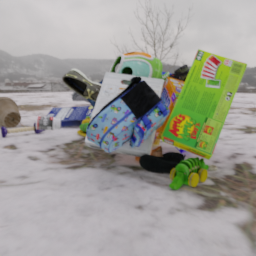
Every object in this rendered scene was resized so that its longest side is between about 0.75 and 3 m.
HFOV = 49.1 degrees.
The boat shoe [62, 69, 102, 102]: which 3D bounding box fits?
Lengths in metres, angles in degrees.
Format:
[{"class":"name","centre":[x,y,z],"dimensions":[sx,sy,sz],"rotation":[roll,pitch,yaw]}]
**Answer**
[{"class":"boat shoe","centre":[-1.465,-1.380,10.250],"dimensions":[2.094,0.748,0.626],"rotation":[35,42,8]}]

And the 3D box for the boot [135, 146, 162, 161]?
[{"class":"boot","centre":[0.737,0.897,9.866],"dimensions":[0.908,0.432,1.174],"rotation":[-3,6,11]}]

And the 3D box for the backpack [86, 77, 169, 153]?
[{"class":"backpack","centre":[-0.099,-0.114,7.888],"dimensions":[2.098,1.411,1.915],"rotation":[-40,-10,-18]}]

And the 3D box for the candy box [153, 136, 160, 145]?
[{"class":"candy box","centre":[0.936,-0.368,11.501],"dimensions":[1.181,2.025,0.572],"rotation":[13,2,-43]}]

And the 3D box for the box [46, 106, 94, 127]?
[{"class":"box","centre":[-3.335,-0.674,16.111],"dimensions":[2.777,0.450,1.682],"rotation":[-3,32,13]}]

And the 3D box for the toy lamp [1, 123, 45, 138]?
[{"class":"toy lamp","centre":[-5.115,0.073,13.767],"dimensions":[2.044,0.595,0.595],"rotation":[-6,12,-33]}]

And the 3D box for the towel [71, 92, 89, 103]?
[{"class":"towel","centre":[-1.751,-1.459,11.710],"dimensions":[0.961,0.497,1.161],"rotation":[-6,-20,-38]}]

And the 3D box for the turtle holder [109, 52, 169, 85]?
[{"class":"turtle holder","centre":[0.123,-1.720,10.736],"dimensions":[1.808,2.546,1.934],"rotation":[22,34,-26]}]

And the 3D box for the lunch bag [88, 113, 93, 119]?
[{"class":"lunch bag","centre":[-2.497,-0.557,17.073],"dimensions":[1.191,0.573,1.485],"rotation":[-5,11,-13]}]

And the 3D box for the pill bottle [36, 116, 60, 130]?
[{"class":"pill bottle","centre":[-3.635,-0.203,12.780],"dimensions":[1.056,0.602,0.602],"rotation":[3,10,-12]}]

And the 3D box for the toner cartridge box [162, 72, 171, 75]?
[{"class":"toner cartridge box","centre":[1.390,-2.040,12.069],"dimensions":[0.327,0.718,1.513],"rotation":[13,9,-33]}]

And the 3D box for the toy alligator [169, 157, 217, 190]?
[{"class":"toy alligator","centre":[1.912,1.122,7.960],"dimensions":[0.715,0.654,2.412],"rotation":[11,16,42]}]

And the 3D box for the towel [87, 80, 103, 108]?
[{"class":"towel","centre":[-0.671,-0.852,11.522],"dimensions":[1.257,2.252,0.547],"rotation":[-43,29,-12]}]

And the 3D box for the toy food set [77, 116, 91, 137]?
[{"class":"toy food set","centre":[-1.348,-0.080,13.554],"dimensions":[1.676,0.930,2.849],"rotation":[-8,14,-39]}]

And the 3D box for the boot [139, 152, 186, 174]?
[{"class":"boot","centre":[1.133,1.031,8.882],"dimensions":[1.386,0.513,1.136],"rotation":[9,14,15]}]

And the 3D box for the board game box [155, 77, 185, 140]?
[{"class":"board game box","centre":[1.977,-0.538,9.999],"dimensions":[1.695,1.694,1.694],"rotation":[14,31,-11]}]

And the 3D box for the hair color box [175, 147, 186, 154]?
[{"class":"hair color box","centre":[2.244,0.487,10.971],"dimensions":[0.746,0.442,1.365],"rotation":[48,34,21]}]

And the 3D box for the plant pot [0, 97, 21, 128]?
[{"class":"plant pot","centre":[-6.854,-0.748,15.891],"dimensions":[1.683,1.683,1.460],"rotation":[-10,30,-43]}]

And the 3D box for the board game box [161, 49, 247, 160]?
[{"class":"board game box","centre":[2.184,-0.696,8.109],"dimensions":[1.457,2.869,0.683],"rotation":[22,-11,15]}]

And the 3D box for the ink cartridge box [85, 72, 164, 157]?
[{"class":"ink cartridge box","centre":[-0.074,-0.474,9.510],"dimensions":[2.186,2.696,0.676],"rotation":[10,-21,13]}]

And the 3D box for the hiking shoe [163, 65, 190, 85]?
[{"class":"hiking shoe","centre":[1.816,-1.711,10.672],"dimensions":[0.578,0.769,1.527],"rotation":[-35,-1,-43]}]
